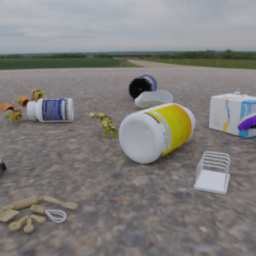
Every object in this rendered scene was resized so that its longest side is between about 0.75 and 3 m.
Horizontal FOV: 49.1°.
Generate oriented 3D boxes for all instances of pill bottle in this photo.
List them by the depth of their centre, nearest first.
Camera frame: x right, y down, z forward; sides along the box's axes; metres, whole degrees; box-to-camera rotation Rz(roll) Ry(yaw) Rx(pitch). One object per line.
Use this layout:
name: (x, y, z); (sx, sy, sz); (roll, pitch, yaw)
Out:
pill bottle: (1.039, 0.052, 8.647); (1.458, 1.458, 2.669); (12, 19, 36)
pill bottle: (-3.393, -0.766, 12.319); (1.877, 1.043, 1.043); (-1, 16, -5)
pill bottle: (1.049, -2.669, 18.275); (1.507, 1.507, 2.694); (4, 16, 15)

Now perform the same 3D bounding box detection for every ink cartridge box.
ink cartridge box: (4.313, -0.532, 10.920); (1.356, 1.333, 1.842); (-10, 18, -32)

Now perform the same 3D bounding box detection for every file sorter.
file sorter: (2.043, 1.030, 6.715); (0.707, 0.634, 1.018); (7, 17, 22)

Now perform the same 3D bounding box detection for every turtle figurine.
turtle figurine: (-0.811, -0.197, 10.539); (1.557, 0.502, 1.256); (34, 14, -47)

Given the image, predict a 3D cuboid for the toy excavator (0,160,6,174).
toy excavator: (-4.139, 1.042, 6.485); (1.941, 0.970, 1.888); (-13, 14, 0)

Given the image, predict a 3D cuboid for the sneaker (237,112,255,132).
sneaker: (4.314, -0.141, 8.997); (0.588, 0.841, 1.691); (0, -27, -37)

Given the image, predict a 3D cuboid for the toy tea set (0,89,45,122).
toy tea set: (-4.483, -0.782, 12.374); (0.824, 1.324, 2.227); (34, 43, 21)

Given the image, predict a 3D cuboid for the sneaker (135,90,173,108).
sneaker: (1.345, -1.534, 15.179); (2.000, 0.737, 1.156); (0, -13, -25)

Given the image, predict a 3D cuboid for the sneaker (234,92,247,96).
sneaker: (5.779, -1.170, 14.021); (0.892, 0.939, 2.334); (0, 17, -5)

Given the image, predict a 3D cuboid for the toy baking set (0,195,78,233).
toy baking set: (-1.764, 1.645, 5.449); (1.410, 0.164, 1.082); (-12, 22, -36)
